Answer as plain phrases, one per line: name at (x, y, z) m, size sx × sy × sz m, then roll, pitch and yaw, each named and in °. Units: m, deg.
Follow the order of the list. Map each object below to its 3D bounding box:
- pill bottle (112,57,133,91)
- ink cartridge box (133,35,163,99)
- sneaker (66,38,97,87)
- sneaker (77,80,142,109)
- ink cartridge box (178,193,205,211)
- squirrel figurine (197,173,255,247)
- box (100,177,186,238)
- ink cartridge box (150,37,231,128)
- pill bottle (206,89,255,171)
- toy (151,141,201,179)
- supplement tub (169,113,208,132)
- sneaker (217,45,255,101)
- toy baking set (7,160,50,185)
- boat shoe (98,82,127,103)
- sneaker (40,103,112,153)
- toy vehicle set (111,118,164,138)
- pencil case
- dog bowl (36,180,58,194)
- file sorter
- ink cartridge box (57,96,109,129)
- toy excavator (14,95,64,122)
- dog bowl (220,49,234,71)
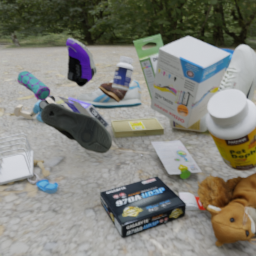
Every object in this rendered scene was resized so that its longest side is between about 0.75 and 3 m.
pill bottle at (-0.147, -1.663, 8.605) m, size 0.542 × 0.976 × 0.542 m, roll 12°, pitch 4°, yaw -1°
ink cartridge box at (1.420, -2.317, 11.290) m, size 1.500 × 2.888 × 0.857 m, roll -24°, pitch 12°, yaw -28°
sneaker at (-2.133, -2.576, 11.858) m, size 0.902 × 2.594 × 1.290 m, roll 31°, pitch 75°, yaw 20°
sneaker at (-0.850, -1.498, 12.694) m, size 2.909 × 1.175 × 1.113 m, roll -2°, pitch -4°, yaw 6°
ink cartridge box at (2.022, 2.268, 8.672) m, size 0.827 × 0.236 × 0.672 m, roll -4°, pitch 23°, yaw 1°
squirrel figurine at (2.944, 2.190, 7.556) m, size 2.258 × 1.712 × 2.419 m, roll -23°, pitch 17°, yaw -24°
box at (0.407, 2.257, 8.313) m, size 2.060 × 0.474 × 1.637 m, roll -10°, pitch 25°, yaw -23°
ink cartridge box at (1.764, -1.358, 8.360) m, size 1.499 × 2.036 × 1.473 m, roll 34°, pitch 48°, yaw 29°
pill bottle at (2.909, 0.087, 7.542) m, size 1.298 × 2.376 × 1.298 m, roll -19°, pitch 45°, yaw 21°
toy at (1.759, 1.227, 10.729) m, size 1.245 × 0.510 × 2.162 m, roll -2°, pitch 26°, yaw -13°
supplement tub at (3.198, -0.620, 13.758) m, size 2.097 × 1.525 × 1.525 m, roll 8°, pitch 24°, yaw 19°
sneaker at (3.696, -1.440, 9.777) m, size 1.124 × 2.792 × 1.067 m, roll -3°, pitch 17°, yaw -12°
toy baking set at (-3.665, 1.615, 10.221) m, size 1.849 × 0.215 × 1.419 m, roll -7°, pitch 29°, yaw 0°
boat shoe at (-0.573, -1.471, 10.905) m, size 0.640 × 0.641 × 1.821 m, roll -50°, pitch 35°, yaw -4°
sneaker at (-1.400, 0.068, 8.671) m, size 2.429 × 0.929 × 1.392 m, roll 23°, pitch -5°, yaw 20°
toy vehicle set at (0.421, -0.031, 13.913) m, size 2.394 × 0.317 × 1.488 m, roll -4°, pitch 23°, yaw -8°
pencil case at (-2.276, -1.009, 6.719) m, size 0.885 × 0.377 × 0.409 m, roll 35°, pitch 58°, yaw 26°
dog bowl at (-2.701, 1.971, 9.365) m, size 0.784 × 0.194 × 0.437 m, roll 11°, pitch 26°, yaw 24°
file sorter at (-4.127, 1.039, 10.095) m, size 1.134 × 1.017 × 1.634 m, roll -13°, pitch 29°, yaw -12°
ink cartridge box at (-1.740, -0.694, 10.808) m, size 1.667 × 1.682 × 0.365 m, roll 20°, pitch 68°, yaw 47°
toy excavator at (-4.834, -0.856, 15.051) m, size 2.072 × 2.131 × 1.065 m, roll 44°, pitch 21°, yaw -10°
dog bowl at (3.614, -2.902, 12.257) m, size 2.333 × 0.578 × 1.300 m, roll -4°, pitch 35°, yaw 1°
